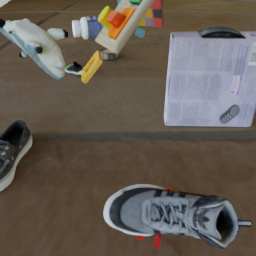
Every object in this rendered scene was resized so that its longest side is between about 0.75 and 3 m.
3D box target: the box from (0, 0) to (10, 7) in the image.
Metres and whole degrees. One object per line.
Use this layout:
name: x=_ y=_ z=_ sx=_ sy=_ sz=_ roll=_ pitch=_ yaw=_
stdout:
box: x=-3.051 y=-3.498 z=6.619 sx=1.895 sy=0.916 sz=1.667 roll=-22 pitch=35 yaw=20

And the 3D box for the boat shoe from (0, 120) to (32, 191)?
boat shoe: x=-2.834 y=0.561 z=6.398 sx=0.791 sy=0.749 sz=2.261 roll=5 pitch=32 yaw=8

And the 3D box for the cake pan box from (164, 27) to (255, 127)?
cake pan box: x=2.282 y=-1.288 z=7.584 sx=2.478 sy=2.691 sz=0.704 roll=-1 pitch=32 yaw=0

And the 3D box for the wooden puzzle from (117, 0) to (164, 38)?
wooden puzzle: x=0.244 y=-2.766 z=6.173 sx=1.038 sy=1.750 sz=0.123 roll=12 pitch=51 yaw=24

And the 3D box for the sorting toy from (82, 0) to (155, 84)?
sorting toy: x=-0.048 y=-1.966 z=4.498 sx=0.384 sy=2.816 sz=1.585 roll=32 pitch=10 yaw=-25

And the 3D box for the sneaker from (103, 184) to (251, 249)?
sneaker: x=0.518 y=0.878 z=2.861 sx=1.439 sy=0.543 sz=0.819 roll=8 pitch=-12 yaw=-18

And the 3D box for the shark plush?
shark plush: x=-2.240 y=-1.748 z=5.907 sx=2.048 sy=0.853 sz=0.931 roll=21 pitch=49 yaw=3

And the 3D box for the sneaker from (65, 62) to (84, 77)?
sneaker: x=-2.197 y=-2.530 z=11.667 sx=1.313 sy=0.544 sz=0.471 roll=24 pitch=38 yaw=33

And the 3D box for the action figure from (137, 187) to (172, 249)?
action figure: x=0.593 y=1.544 z=5.180 sx=0.483 sy=0.382 sz=1.476 roll=17 pitch=30 yaw=16

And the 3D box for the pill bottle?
pill bottle: x=-2.113 y=-5.920 z=16.548 sx=2.223 sy=1.234 sz=1.234 roll=-9 pitch=33 yaw=-14

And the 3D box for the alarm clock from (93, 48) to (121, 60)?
alarm clock: x=-1.033 y=-3.514 z=13.402 sx=1.280 sy=0.426 sz=0.863 roll=-3 pitch=32 yaw=-9
